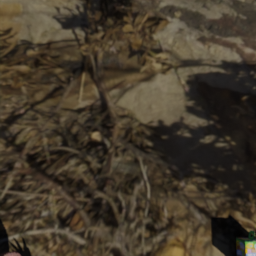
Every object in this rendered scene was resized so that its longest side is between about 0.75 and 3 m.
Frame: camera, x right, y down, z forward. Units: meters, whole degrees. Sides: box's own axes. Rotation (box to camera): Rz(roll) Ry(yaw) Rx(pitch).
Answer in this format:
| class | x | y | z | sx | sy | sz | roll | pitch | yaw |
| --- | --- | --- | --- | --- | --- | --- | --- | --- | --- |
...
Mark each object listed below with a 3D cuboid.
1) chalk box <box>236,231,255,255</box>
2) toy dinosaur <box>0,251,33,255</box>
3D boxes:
| class | x | y | z | sx | sy | sz | roll | pitch | yaw |
| --- | --- | --- | --- | --- | --- | --- | --- | --- | --- |
| chalk box | 4.109 | 4.074 | 9.337 | 0.751 | 0.755 | 1.213 | 1 | 75 | 0 |
| toy dinosaur | -3.578 | 4.402 | 8.621 | 1.793 | 2.645 | 1.135 | -13 | 41 | -20 |
